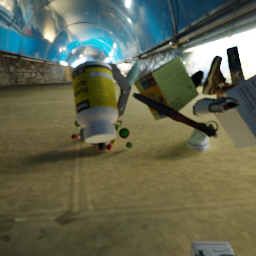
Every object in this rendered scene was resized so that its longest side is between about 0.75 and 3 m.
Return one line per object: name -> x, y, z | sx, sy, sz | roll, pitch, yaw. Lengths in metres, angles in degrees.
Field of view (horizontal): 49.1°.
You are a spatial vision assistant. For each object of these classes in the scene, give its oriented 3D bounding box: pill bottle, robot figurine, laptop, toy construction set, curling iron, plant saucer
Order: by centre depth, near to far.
curling iron -> 1.451, -0.467, 8.577 | 2.880, 0.368, 0.714 | 27, -20, 10
pill bottle -> -1.067, -0.820, 9.265 | 1.386, 2.490, 1.386 | -9, -16, -3
laptop -> -0.547, -1.423, 10.910 | 1.011, 1.958, 1.735 | 20, 16, 8
robot figurine -> 4.474, -0.931, 11.672 | 0.625, 2.148, 1.557 | -45, 22, -27
plant saucer -> 0.162, -2.313, 12.864 | 0.299, 1.664, 1.664 | 32, 19, 4
toy construction set -> -1.340, 0.096, 14.099 | 2.759, 2.301, 2.120 | -10, -3, -1

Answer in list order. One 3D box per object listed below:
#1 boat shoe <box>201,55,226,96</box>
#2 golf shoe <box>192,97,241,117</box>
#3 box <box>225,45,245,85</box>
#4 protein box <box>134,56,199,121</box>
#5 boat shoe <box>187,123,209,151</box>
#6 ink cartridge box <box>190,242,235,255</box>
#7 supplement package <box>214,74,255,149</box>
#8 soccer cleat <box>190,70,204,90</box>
boat shoe -> 3.967, -2.296, 12.500 | 0.878, 0.876, 2.373 | 14, -26, 9
golf shoe -> 2.444, -0.620, 7.799 | 1.337, 0.516, 0.589 | -13, 11, -11
box -> 4.972, -2.207, 12.675 | 0.614, 2.408, 1.899 | -12, 40, 24
protein box -> 1.452, -1.460, 10.514 | 1.657, 1.669, 1.126 | -37, 11, -33
boat shoe -> 3.548, 0.372, 14.165 | 1.028, 0.933, 2.795 | 4, 15, 14
ink cartridge box -> 1.759, 2.811, 5.582 | 0.837, 0.474, 1.142 | 0, 14, 0
supplement package -> 4.612, -0.826, 9.567 | 2.629, 1.981, 1.995 | -31, -7, -3
soccer cleat -> 2.525, -1.866, 13.148 | 2.865, 1.161, 0.967 | -49, 13, -15
